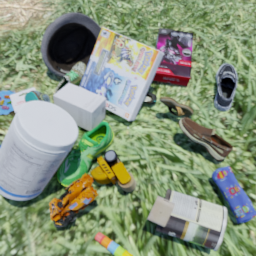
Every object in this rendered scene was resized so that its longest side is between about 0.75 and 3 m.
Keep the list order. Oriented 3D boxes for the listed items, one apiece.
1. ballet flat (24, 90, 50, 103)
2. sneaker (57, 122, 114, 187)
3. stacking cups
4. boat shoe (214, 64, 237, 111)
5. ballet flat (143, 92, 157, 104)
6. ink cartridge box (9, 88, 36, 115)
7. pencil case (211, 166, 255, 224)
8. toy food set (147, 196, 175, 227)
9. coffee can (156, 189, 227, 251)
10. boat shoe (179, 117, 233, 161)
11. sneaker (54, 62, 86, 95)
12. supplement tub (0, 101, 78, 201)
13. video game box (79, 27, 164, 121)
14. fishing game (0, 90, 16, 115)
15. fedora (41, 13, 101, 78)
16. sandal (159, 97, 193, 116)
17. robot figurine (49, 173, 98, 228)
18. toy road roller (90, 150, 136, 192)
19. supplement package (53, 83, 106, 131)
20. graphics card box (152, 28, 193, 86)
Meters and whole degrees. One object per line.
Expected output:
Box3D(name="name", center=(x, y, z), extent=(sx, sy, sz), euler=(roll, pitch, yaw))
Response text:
Box3D(name="ballet flat", center=(-2.932, -0.156, 10.510), extent=(1.030, 1.030, 2.774), euler=(-20, 83, -13))
Box3D(name="sneaker", center=(-1.593, 0.820, 10.134), extent=(1.060, 1.196, 2.862), euler=(26, 60, 19))
Box3D(name="stacking cups", center=(-0.459, 3.720, 8.728), extent=(1.281, 0.388, 0.388), euler=(30, 61, 24))
Box3D(name="boat shoe", center=(4.314, -2.004, 12.236), extent=(0.962, 0.909, 2.681), euler=(16, 57, 11))
Box3D(name="ballet flat", center=(0.341, -1.444, 11.957), extent=(1.834, 0.623, 0.627), euler=(15, 19, 11))
Box3D(name="ink cartridge box", center=(-3.967, -0.627, 11.397), extent=(1.120, 0.655, 1.930), euler=(-22, 61, -16))
Box3D(name="pencil case", center=(3.547, 2.223, 9.439), extent=(0.744, 0.828, 1.908), euler=(-25, 59, 3))
Box3D(name="toy food set", center=(0.941, 2.424, 8.091), extent=(0.545, 0.229, 0.760), euler=(25, 93, 4))
Box3D(name="coffee can", center=(1.928, 2.818, 8.681), extent=(1.855, 1.358, 1.358), euler=(16, 57, 10))
Box3D(name="boat shoe", center=(2.878, 0.240, 10.208), extent=(2.162, 0.800, 0.798), euler=(37, 41, -4))
Box3D(name="sneaker", center=(-2.454, -2.057, 12.013), extent=(0.795, 0.916, 2.068), euler=(29, 75, 5))
Box3D(name="supplement tub", center=(-3.040, 0.789, 8.898), extent=(1.919, 2.909, 1.919), euler=(27, 32, -18))
Box3D(name="video game box", center=(-0.404, -2.170, 11.424), extent=(2.727, 0.701, 2.993), euler=(27, 103, 16))
Box3D(name="fishing game", center=(-5.348, -1.137, 12.036), extent=(1.900, 0.295, 1.361), euler=(14, 58, 8))
Box3D(name="fedora", center=(-2.435, -3.682, 12.574), extent=(2.650, 2.996, 1.353), euler=(30, 21, -23))
Box3D(name="sandal", center=(1.894, -0.752, 11.207), extent=(0.702, 1.749, 0.472), euler=(-4, 69, 50))
Box3D(name="robot figurine", center=(-1.855, 2.347, 9.065), extent=(1.828, 0.532, 1.325), euler=(-38, 35, 3))
Box3D(name="toy road roller", center=(-0.569, 1.663, 9.749), extent=(1.158, 0.975, 1.586), euler=(-35, 63, -7))
Box3D(name="supplement package", center=(-1.929, -0.838, 11.233), extent=(1.796, 1.089, 1.075), euler=(24, 46, 15))
Box3D(name="graphics card box", center=(2.075, -3.316, 12.968), extent=(1.697, 0.688, 2.705), euler=(9, 64, 1))
